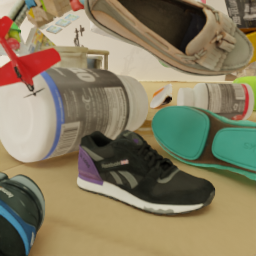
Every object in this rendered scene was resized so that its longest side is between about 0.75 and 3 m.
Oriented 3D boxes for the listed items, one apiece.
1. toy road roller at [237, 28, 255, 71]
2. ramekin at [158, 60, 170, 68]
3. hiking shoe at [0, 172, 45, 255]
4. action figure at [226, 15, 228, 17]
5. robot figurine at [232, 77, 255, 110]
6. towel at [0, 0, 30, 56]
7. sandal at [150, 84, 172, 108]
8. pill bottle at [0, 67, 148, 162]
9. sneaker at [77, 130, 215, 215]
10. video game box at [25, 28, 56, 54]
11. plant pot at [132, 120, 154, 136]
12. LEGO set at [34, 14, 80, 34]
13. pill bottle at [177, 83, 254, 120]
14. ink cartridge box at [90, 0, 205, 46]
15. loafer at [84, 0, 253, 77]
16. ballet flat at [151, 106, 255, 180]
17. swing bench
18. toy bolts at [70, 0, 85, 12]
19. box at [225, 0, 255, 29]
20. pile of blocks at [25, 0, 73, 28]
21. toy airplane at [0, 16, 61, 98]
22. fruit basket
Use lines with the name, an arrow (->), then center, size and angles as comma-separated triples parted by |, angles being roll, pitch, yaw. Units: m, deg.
toy road roller -> 3.174, -2.740, 7.347 | 2.600, 1.898, 1.597 | -24, 14, -8
ramekin -> 1.662, -2.955, 9.210 | 1.016, 2.080, 2.080 | 5, 12, 35
hiking shoe -> -1.881, 0.751, 2.050 | 2.415, 0.898, 1.047 | -2, 11, -12
action figure -> 3.274, -3.725, 10.297 | 0.254, 0.549, 0.929 | 36, 67, 19
robot figurine -> 5.193, -1.463, 11.724 | 2.043, 1.347, 2.329 | 2, 10, -19
towel -> -3.953, -3.356, 9.324 | 0.496, 2.873, 2.766 | 32, 5, -27
sandal -> 1.570, -1.291, 12.846 | 0.875, 0.654, 2.284 | -24, 19, 32
pill bottle -> -0.960, -0.395, 5.766 | 1.662, 1.662, 2.921 | 9, 13, 37
sneaker -> 0.116, 0.474, 3.550 | 1.917, 0.839, 0.726 | 6, 13, 28
video game box -> -2.940, -2.400, 9.320 | 0.311, 1.328, 1.210 | 10, -14, 24
plant pot -> 0.348, -0.034, 7.667 | 1.432, 0.197, 1.432 | 1, 11, 0
LEGO set -> -2.639, -3.817, 9.668 | 1.608, 0.395, 1.201 | 26, 59, 31
pill bottle -> 2.767, -0.854, 9.106 | 2.186, 1.210, 1.210 | 0, 12, -2
ink cartridge box -> 0.499, -2.895, 6.341 | 2.651, 1.919, 1.118 | 7, -17, -35
loafer -> 0.711, -1.356, 3.877 | 2.650, 0.953, 0.833 | 15, 3, -17
ballet flat -> 1.599, 0.288, 4.726 | 1.054, 1.009, 2.996 | 22, -2, -33
swing bench -> -1.791, -1.619, 9.985 | 1.538, 2.358, 2.371 | 4, 13, 18
toy bolts -> -1.212, -3.600, 6.833 | 1.247, 1.306, 0.906 | -14, -1, -32
box -> 2.440, -2.689, 4.739 | 1.674, 0.528, 2.122 | 14, -25, 40
pile of blocks -> -0.967, -1.543, 3.392 | 0.345, 0.456, 1.110 | -38, 27, -23
toy airplane -> -1.588, -0.996, 3.897 | 1.248, 1.248, 0.230 | 2, 25, 8
fruit basket -> -3.278, -2.387, 7.666 | 0.520, 1.109, 1.027 | -25, -5, 31
